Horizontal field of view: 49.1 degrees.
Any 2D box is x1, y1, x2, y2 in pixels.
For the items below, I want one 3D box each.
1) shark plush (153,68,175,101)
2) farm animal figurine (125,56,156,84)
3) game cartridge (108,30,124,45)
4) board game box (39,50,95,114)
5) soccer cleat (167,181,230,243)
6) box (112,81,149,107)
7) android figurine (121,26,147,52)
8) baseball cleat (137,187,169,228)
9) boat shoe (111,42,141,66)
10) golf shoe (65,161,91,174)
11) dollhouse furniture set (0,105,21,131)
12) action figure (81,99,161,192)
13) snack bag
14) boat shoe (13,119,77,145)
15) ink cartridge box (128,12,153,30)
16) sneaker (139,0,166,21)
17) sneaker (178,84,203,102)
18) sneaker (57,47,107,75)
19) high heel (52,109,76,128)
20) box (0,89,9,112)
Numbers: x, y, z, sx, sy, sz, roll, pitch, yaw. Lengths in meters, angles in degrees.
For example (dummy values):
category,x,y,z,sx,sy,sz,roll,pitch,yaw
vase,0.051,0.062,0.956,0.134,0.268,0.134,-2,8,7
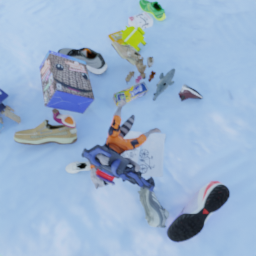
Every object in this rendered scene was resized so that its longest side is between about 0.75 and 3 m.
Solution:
category,x,y,z,sx,sy,sz,roll,pitch,yaw
shark plush,1.383,-1.792,11.462,1.532,0.638,0.696,-44,95,-16
farm animal figurine,0.478,-2.354,11.680,1.271,0.663,1.257,-1,78,-7
game cartridge,-0.401,-4.367,13.557,0.858,0.158,0.973,-25,51,-15
board game box,-2.397,-1.752,10.878,1.634,0.993,2.050,9,51,-38
soccer cleat,2.126,2.596,8.783,2.371,0.868,0.809,-44,97,-2
box,0.099,-1.381,11.452,1.418,0.497,0.456,-25,80,-15
android figurine,0.224,-4.159,12.984,1.283,0.264,1.168,42,101,-7
baseball cleat,0.830,2.492,9.043,0.873,0.572,1.640,21,37,-26
boat shoe,-0.047,-3.216,11.725,0.605,1.863,0.672,-40,64,18
golf shoe,-1.736,1.317,9.607,1.095,0.532,0.429,-12,74,18
dollhouse furniture set,-4.765,-0.224,10.938,0.932,0.608,0.880,-46,39,8
action figure,-0.142,0.841,8.641,2.572,2.659,1.391,-53,26,-7
snack bag,0.391,0.904,10.152,1.958,0.210,1.846,6,58,5
boat shoe,-3.014,0.095,10.219,2.280,0.868,0.817,-2,22,-8
ink cartridge box,0.632,-5.340,14.101,1.037,0.440,0.755,-24,60,-17
sneaker,1.302,-6.291,14.519,0.676,0.763,1.825,-37,64,-20
sneaker,2.471,-1.286,11.412,1.146,0.662,0.434,23,27,-30
sneaker,-2.059,-3.187,12.354,2.486,0.986,0.919,19,62,20
high heel,-2.308,-0.203,10.210,1.269,0.609,0.427,26,56,26
box,-5.716,-0.663,10.837,1.386,0.371,2.287,32,70,32
